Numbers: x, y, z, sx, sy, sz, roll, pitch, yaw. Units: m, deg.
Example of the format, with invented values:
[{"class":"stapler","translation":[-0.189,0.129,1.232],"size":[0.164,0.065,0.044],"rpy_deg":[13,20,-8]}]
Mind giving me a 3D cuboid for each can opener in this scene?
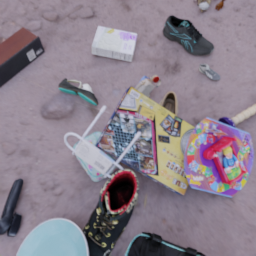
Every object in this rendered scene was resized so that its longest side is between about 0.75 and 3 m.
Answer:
[{"class":"can opener","translation":[-3.301,2.210,7.890],"size":[0.507,0.629,1.599],"rpy_deg":[-21,53,34]}]

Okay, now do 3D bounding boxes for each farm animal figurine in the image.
[{"class":"farm animal figurine","translation":[3.405,-5.532,11.600],"size":[1.326,0.699,1.341],"rpy_deg":[-13,64,-7]}]

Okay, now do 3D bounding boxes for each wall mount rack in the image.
[{"class":"wall mount rack","translation":[-0.646,0.455,7.370],"size":[1.923,1.671,0.717],"rpy_deg":[37,40,-2]}]

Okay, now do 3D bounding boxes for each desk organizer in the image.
[{"class":"desk organizer","translation":[-4.198,-2.556,10.056],"size":[0.861,0.802,2.237],"rpy_deg":[36,69,19]}]

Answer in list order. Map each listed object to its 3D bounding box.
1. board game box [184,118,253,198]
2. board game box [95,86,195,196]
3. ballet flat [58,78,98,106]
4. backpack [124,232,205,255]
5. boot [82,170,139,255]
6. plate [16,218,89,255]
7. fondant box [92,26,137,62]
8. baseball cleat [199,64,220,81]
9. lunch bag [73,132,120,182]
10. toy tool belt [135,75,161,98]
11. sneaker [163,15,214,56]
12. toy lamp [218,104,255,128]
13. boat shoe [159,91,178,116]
[{"class":"board game box","translation":[2.684,0.884,7.651],"size":[2.485,0.484,1.963],"rpy_deg":[18,85,-23]},{"class":"board game box","translation":[0.745,0.398,7.911],"size":[2.823,0.488,1.912],"rpy_deg":[32,78,-12]},{"class":"ballet flat","translation":[-1.631,-1.291,9.514],"size":[1.595,0.542,0.545],"rpy_deg":[24,80,11]},{"class":"backpack","translation":[0.636,3.861,6.200],"size":[2.122,1.851,2.414],"rpy_deg":[19,59,8]},{"class":"boot","translation":[-0.616,2.354,6.810],"size":[1.006,2.105,2.787],"rpy_deg":[30,68,12]},{"class":"plate","translation":[-1.888,3.402,6.903],"size":[2.258,0.289,2.258],"rpy_deg":[-13,56,21]},{"class":"fondant box","translation":[-0.501,-3.136,10.447],"size":[1.515,0.441,1.093],"rpy_deg":[12,61,-2]},{"class":"baseball cleat","translation":[2.888,-1.989,9.950],"size":[0.863,0.459,0.301],"rpy_deg":[32,81,20]},{"class":"lunch bag","translation":[-0.942,0.814,8.491],"size":[1.111,0.534,1.386],"rpy_deg":[-32,67,-15]},{"class":"toy tool belt","translation":[0.576,-1.463,9.473],"size":[1.007,0.629,0.619],"rpy_deg":[-49,39,18]},{"class":"sneaker","translation":[2.250,-3.441,10.475],"size":[2.152,0.853,0.811],"rpy_deg":[31,66,13]},{"class":"toy lamp","translation":[4.113,-0.629,9.130],"size":[2.509,0.730,0.730],"rpy_deg":[-28,66,-14]},{"class":"boat shoe","translation":[1.079,-0.031,8.761],"size":[0.849,0.768,2.382],"rpy_deg":[10,66,5]}]
